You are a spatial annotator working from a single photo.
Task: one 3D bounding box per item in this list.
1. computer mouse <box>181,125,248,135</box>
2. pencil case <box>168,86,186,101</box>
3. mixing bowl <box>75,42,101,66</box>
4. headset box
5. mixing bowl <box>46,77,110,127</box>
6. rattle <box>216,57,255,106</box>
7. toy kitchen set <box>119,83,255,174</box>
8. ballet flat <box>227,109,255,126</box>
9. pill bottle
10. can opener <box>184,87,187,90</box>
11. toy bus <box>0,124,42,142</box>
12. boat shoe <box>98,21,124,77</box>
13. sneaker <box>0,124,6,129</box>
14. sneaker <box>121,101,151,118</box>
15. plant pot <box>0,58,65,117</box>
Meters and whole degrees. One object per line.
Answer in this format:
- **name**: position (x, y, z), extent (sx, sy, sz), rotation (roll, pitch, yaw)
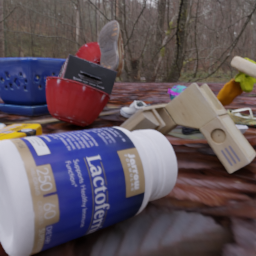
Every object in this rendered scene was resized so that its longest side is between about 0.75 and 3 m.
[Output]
- **computer mouse**: position (2.280, 0.095, 7.309), extent (0.910, 0.364, 1.660), rotation (-2, 5, -36)
- **pencil case**: position (2.878, -1.604, 14.092), extent (1.117, 1.029, 2.418), rotation (12, 8, -12)
- **mixing bowl**: position (-1.220, -2.415, 10.733), extent (1.515, 1.515, 0.821), rotation (-8, 38, -36)
- **headset box**: position (-1.346, -1.533, 8.807), extent (1.518, 0.788, 2.040), rotation (16, -4, -20)
- **mixing bowl**: position (-1.647, -0.682, 8.549), extent (2.024, 1.096, 2.024), rotation (14, -5, 1)
- **rattle**: position (2.533, -0.599, 5.260), extent (1.638, 1.170, 1.066), rotation (43, 10, 34)
- **toy kitchen set**: position (0.890, 0.369, 5.054), extent (1.845, 1.664, 1.505), rotation (-40, -15, 30)
- **ballet flat**: position (3.880, -0.303, 8.661), extent (1.751, 0.619, 0.619), rotation (7, 13, 29)
- **pill bottle**: position (-0.416, 0.551, 3.048), extent (1.858, 1.075, 1.075), rotation (-8, 14, -36)
- **can opener**: position (2.042, -0.662, 7.896), extent (1.263, 0.337, 0.422), rotation (38, -23, 0)
- **toy bus**: position (-2.085, 0.437, 4.584), extent (0.834, 0.693, 2.130), rotation (2, 11, 8)
- **boat shoe**: position (-0.530, -2.706, 9.676), extent (0.812, 2.143, 0.769), rotation (-8, -23, 24)
- **sneaker**: position (-3.152, 0.174, 6.990), extent (0.430, 0.372, 0.992), rotation (5, 19, -8)
- **sneaker**: position (0.344, -0.676, 10.335), extent (0.675, 0.654, 1.848), rotation (-8, 13, -34)
- **plant pot**: position (-3.907, -1.695, 11.497), extent (2.456, 2.208, 2.456), rotation (7, 13, 28)
